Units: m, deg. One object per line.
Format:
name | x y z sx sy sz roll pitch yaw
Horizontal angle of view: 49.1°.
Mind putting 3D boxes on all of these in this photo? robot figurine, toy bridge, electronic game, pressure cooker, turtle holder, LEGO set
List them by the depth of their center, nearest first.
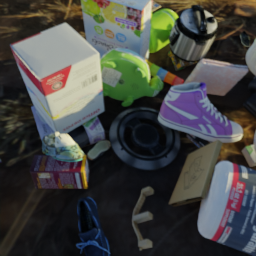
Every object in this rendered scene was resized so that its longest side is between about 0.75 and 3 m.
toy bridge | 0.399 2.554 7.931 0.601 0.243 1.789 -27 37 30
electronic game | 0.572 0.320 9.534 2.443 0.508 2.443 4 58 -7
robot figurine | 5.397 -1.526 9.590 2.944 1.837 2.212 -45 29 8
turtle holder | 0.063 -1.974 10.047 2.382 1.810 1.692 0 41 8
pressure cooker | 2.478 -3.607 10.532 1.578 1.795 1.603 43 64 15
LEGO set | 2.424 -3.000 11.547 1.409 0.816 1.083 -11 86 -16
robot figurine | 1.279 -4.239 12.257 2.423 1.401 2.125 -39 46 -23

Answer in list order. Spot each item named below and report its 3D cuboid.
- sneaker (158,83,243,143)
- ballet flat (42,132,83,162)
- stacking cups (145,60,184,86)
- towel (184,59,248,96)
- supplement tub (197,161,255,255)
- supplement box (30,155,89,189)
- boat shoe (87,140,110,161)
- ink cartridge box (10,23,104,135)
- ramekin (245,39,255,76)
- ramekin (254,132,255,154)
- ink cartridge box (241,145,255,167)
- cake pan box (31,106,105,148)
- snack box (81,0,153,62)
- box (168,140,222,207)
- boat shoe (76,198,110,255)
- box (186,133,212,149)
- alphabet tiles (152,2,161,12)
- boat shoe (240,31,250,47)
sneaker | 2.558 -0.540 9.010 2.878 1.641 1.043 14 31 -6
ballet flat | -1.883 0.476 7.665 2.051 0.761 0.761 2 42 51
stacking cups | 1.376 -2.147 11.261 1.779 0.538 0.538 28 59 15
towel | 3.072 -1.788 10.115 1.750 1.832 0.295 7 67 -8
supplement tub | 3.491 2.249 7.191 2.989 2.098 2.098 17 56 12
supplement box | -2.046 1.350 8.544 1.589 0.877 0.681 0 44 0
boat shoe | -0.985 0.752 9.372 0.386 0.322 1.034 41 49 11
ink cartridge box | -2.081 -1.434 8.824 1.898 2.612 1.889 -32 60 -22
ramekin | 6.528 -3.142 11.454 2.922 1.425 2.922 0 54 0
ramekin | 5.128 0.532 7.966 2.650 2.650 1.234 3 19 2
ink cartridge box | 4.309 0.854 9.216 0.851 0.372 0.618 -12 61 -11
cake pan box | -2.118 -0.137 9.848 2.066 0.587 2.244 -20 56 -11
snack box | -0.429 -3.780 10.953 2.503 2.968 1.005 23 59 16
box | 1.978 1.351 8.237 0.203 1.559 1.907 35 58 -7
boat shoe | -1.085 2.851 7.500 0.819 0.668 1.946 -27 65 6
box | 2.663 0.295 9.756 0.912 0.228 0.919 -32 59 -21
alphabet tiles | 0.177 -6.484 14.670 2.010 0.091 2.404 -37 63 -23
boat shoe | 5.399 -4.107 12.839 0.344 0.305 0.921 2 55 1
